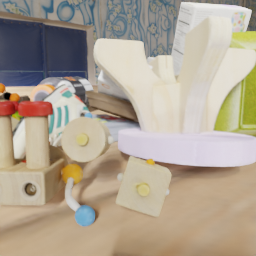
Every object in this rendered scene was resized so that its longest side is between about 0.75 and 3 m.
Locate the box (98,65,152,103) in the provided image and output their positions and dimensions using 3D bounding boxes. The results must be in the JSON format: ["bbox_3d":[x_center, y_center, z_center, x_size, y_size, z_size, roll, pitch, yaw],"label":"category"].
[{"bbox_3d":[-0.113,-0.925,5.868,0.863,0.677,1.388,23,-9,-2],"label":"box"}]

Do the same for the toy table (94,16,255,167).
[{"bbox_3d":[0.841,-0.484,4.588,2.749,1.751,2.991,0,2,-23],"label":"toy table"}]

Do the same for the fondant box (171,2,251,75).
[{"bbox_3d":[1.901,-1.848,6.884,1.561,2.164,0.630,-6,34,-21],"label":"fondant box"}]

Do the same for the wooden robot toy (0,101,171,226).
[{"bbox_3d":[-0.911,0.325,3.202,2.712,1.195,1.231,1,0,4],"label":"wooden robot toy"}]

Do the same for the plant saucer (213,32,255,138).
[{"bbox_3d":[2.930,-0.778,5.575,2.232,2.229,0.534,-1,15,3],"label":"plant saucer"}]

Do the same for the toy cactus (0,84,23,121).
[{"bbox_3d":[-3.832,-0.495,7.994,2.654,1.357,2.190,-1,-9,13],"label":"toy cactus"}]

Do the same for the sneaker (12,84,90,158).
[{"bbox_3d":[-1.272,0.033,4.963,1.007,0.758,2.154,39,33,-10],"label":"sneaker"}]

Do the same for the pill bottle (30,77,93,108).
[{"bbox_3d":[-2.317,-1.107,9.923,1.390,1.390,2.618,3,11,15],"label":"pill bottle"}]

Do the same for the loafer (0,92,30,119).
[{"bbox_3d":[-4.221,-0.842,9.867,2.470,0.881,0.902,5,11,24],"label":"loafer"}]

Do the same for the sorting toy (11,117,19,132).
[{"bbox_3d":[-3.601,0.130,5.665,2.752,0.368,2.050,-13,26,-42],"label":"sorting toy"}]

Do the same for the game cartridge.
[{"bbox_3d":[-0.755,-0.026,6.895,1.372,0.421,2.062,-11,14,-30],"label":"game cartridge"}]

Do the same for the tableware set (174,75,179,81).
[{"bbox_3d":[1.783,-0.757,6.619,2.324,1.536,0.466,-5,34,26],"label":"tableware set"}]

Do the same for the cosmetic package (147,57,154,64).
[{"bbox_3d":[1.848,-1.137,8.496,2.787,1.500,1.182,2,21,-26],"label":"cosmetic package"}]

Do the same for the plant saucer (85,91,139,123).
[{"bbox_3d":[0.042,-0.367,6.713,2.297,0.338,2.297,19,0,0],"label":"plant saucer"}]
